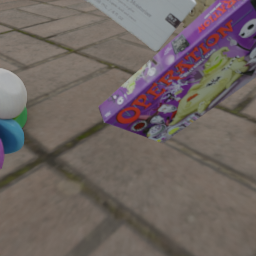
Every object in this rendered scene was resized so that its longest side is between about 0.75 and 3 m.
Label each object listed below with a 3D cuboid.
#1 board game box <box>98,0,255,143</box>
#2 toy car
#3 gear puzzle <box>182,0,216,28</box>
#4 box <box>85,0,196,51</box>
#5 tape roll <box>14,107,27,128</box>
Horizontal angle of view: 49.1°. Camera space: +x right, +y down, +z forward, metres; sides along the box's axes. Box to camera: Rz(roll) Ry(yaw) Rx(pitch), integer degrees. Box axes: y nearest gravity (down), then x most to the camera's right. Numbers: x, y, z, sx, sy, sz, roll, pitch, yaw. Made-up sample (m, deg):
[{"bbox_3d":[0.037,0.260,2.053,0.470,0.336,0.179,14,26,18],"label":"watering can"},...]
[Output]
[{"bbox_3d":[0.927,-0.685,3.646,1.436,2.393,0.386,23,37,-44],"label":"board game box"},{"bbox_3d":[-2.385,0.065,4.090,1.948,1.705,1.461,-13,74,-57],"label":"toy car"},{"bbox_3d":[2.006,-3.424,7.950,2.922,1.513,0.383,16,2,-22],"label":"gear puzzle"},{"bbox_3d":[0.162,-2.906,5.845,1.864,1.225,1.874,28,32,-24],"label":"box"},{"bbox_3d":[-4.311,-0.408,8.193,2.519,0.605,2.519,1,40,-1],"label":"tape roll"}]
